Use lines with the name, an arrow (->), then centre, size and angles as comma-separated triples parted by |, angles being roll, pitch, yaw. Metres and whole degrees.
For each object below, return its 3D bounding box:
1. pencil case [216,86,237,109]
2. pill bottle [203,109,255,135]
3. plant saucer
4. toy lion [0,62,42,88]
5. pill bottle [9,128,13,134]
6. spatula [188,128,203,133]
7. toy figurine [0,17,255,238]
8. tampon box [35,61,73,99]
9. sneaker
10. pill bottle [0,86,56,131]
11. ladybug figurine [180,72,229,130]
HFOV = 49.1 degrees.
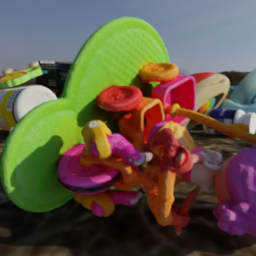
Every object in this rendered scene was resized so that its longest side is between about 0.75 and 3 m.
pencil case -> 3.373, -0.934, 10.388 | 2.878, 1.272, 1.272 | -6, 8, -6
pill bottle -> 2.824, -0.150, 7.813 | 1.285, 0.744, 0.744 | 7, 10, 38
plant saucer -> 4.510, -1.040, 9.788 | 2.607, 2.607, 0.502 | -6, 41, -37
toy lion -> -3.327, -1.572, 8.578 | 1.354, 0.465, 1.298 | -20, 27, -14
pill bottle -> -1.595, 0.262, 5.222 | 1.095, 0.598, 0.598 | -2, 8, -14
spatula -> 1.789, 0.089, 7.866 | 0.986, 0.101, 0.279 | -12, -25, -37
toy figurine -> 0.731, 0.170, 2.622 | 2.580, 2.105, 2.804 | 17, 38, 35
tampon box -> -2.693, -1.392, 10.885 | 1.607, 2.144, 1.354 | 0, 23, -12
sneaker -> 4.329, -0.477, 8.688 | 2.849, 1.167, 1.053 | 1, 9, 6
pill bottle -> -3.064, -0.505, 7.973 | 2.309, 1.261, 1.261 | 3, 8, 44
ladybug figurine -> 1.919, -0.843, 8.193 | 1.029, 1.942, 2.862 | 45, 39, 21
